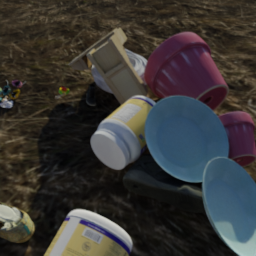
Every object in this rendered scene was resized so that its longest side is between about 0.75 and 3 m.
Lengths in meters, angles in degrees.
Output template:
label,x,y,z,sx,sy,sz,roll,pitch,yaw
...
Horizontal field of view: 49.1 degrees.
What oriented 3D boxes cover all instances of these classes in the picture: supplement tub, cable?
label,x,y,z,sx,sy,sz,roll,pitch,yaw
supplement tub,0.016,0.136,9.482,1.682,1.682,2.314,25,48,25
supplement tub,-1.086,3.176,5.982,1.704,1.704,2.344,17,55,18
cable,-0.357,-2.629,13.149,2.733,0.946,2.734,29,50,28

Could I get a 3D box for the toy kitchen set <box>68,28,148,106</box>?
label,x,y,z,sx,sy,sz,roll,pitch,yaw
toy kitchen set,-0.817,-2.465,12.418,2.438,2.696,2.988,-29,21,19

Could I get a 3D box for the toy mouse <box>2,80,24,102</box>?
label,x,y,z,sx,sy,sz,roll,pitch,yaw
toy mouse,-5.155,-1.757,12.504,1.282,0.248,1.139,-43,62,-8

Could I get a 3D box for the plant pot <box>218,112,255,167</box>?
label,x,y,z,sx,sy,sz,roll,pitch,yaw
plant pot,3.512,0.497,9.343,1.625,1.625,1.454,-4,58,-5

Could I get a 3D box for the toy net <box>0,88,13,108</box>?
label,x,y,z,sx,sy,sz,roll,pitch,yaw
toy net,-5.568,-1.234,12.055,1.511,0.292,0.792,32,51,33

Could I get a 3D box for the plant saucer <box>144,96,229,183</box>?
label,x,y,z,sx,sy,sz,roll,pitch,yaw
plant saucer,1.722,0.349,8.555,2.771,0.533,2.771,7,65,-15

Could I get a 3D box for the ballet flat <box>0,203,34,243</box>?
label,x,y,z,sx,sy,sz,roll,pitch,yaw
ballet flat,-3.792,2.326,7.694,2.664,0.942,0.942,15,44,17

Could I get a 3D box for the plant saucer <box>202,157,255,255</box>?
label,x,y,z,sx,sy,sz,roll,pitch,yaw
plant saucer,2.794,2.134,7.501,2.731,0.526,2.731,21,51,-28

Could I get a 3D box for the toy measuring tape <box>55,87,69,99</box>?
label,x,y,z,sx,sy,sz,roll,pitch,yaw
toy measuring tape,-2.902,-1.503,11.990,0.383,0.383,1.040,17,30,18

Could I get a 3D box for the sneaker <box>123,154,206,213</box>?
label,x,y,z,sx,sy,sz,roll,pitch,yaw
sneaker,1.391,1.495,8.461,2.779,1.062,1.592,15,50,24

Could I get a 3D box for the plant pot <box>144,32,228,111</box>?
label,x,y,z,sx,sy,sz,roll,pitch,yaw
plant pot,2.414,-1.832,11.069,2.847,2.847,2.548,-19,58,-20

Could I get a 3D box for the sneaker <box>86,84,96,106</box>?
label,x,y,z,sx,sy,sz,roll,pitch,yaw
sneaker,-1.580,-1.427,12.039,0.396,0.562,1.059,2,40,-20
